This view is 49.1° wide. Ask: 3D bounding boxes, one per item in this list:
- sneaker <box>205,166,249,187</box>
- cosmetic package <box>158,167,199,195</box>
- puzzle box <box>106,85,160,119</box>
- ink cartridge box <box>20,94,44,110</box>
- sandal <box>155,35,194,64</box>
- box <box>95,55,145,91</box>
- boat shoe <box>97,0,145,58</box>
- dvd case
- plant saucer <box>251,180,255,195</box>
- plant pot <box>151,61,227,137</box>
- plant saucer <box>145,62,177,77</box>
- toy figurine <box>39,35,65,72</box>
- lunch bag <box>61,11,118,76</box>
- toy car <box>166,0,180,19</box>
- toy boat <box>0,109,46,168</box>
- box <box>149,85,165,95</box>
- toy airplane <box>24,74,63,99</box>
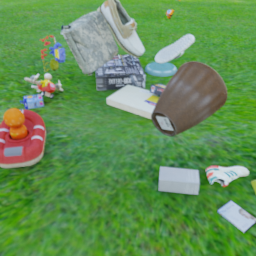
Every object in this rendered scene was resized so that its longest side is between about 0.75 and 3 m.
[{"bbox_3d":[2.878,1.437,8.083,1.259,0.443,0.589,3,56,-4],"label":"sneaker"},{"bbox_3d":[1.414,1.481,7.878,1.109,0.500,0.592,3,33,10],"label":"cosmetic package"},{"bbox_3d":[0.545,-1.117,11.907,2.492,0.317,1.658,21,39,28],"label":"puzzle box"},{"bbox_3d":[-4.084,-1.100,11.878,0.906,0.346,0.618,-12,35,-15],"label":"ink cartridge box"},{"bbox_3d":[1.423,-2.267,8.353,1.303,0.320,0.530,-31,51,11],"label":"sandal"},{"bbox_3d":[-0.505,-2.887,14.185,2.327,0.734,2.950,-4,34,-6],"label":"box"},{"bbox_3d":[-0.113,-3.772,10.703,0.827,2.417,0.903,-25,28,41],"label":"boat shoe"},{"bbox_3d":[2.767,2.229,7.104,0.587,0.072,0.822,-23,40,-30],"label":"dvd case"},{"bbox_3d":[4.195,1.841,7.449,1.396,0.335,1.398,3,34,4],"label":"plant saucer"},{"bbox_3d":[1.227,-0.520,6.269,1.363,1.363,1.458,28,58,35],"label":"plant pot"},{"bbox_3d":[1.786,-3.231,15.174,1.764,0.242,1.764,0,33,0],"label":"plant saucer"},{"bbox_3d":[-1.998,-1.972,7.750,0.617,1.029,0.543,23,37,29],"label":"toy figurine"},{"bbox_3d":[-1.400,-2.952,9.792,1.264,1.814,1.521,-3,37,33],"label":"lunch bag"},{"bbox_3d":[2.087,-5.648,13.150,0.335,1.006,0.493,27,9,-1],"label":"toy car"},{"bbox_3d":[-3.540,0.072,9.003,1.545,1.548,2.368,-6,34,-9],"label":"toy boat"},{"bbox_3d":[1.996,-1.453,11.907,1.862,0.351,1.271,19,15,22],"label":"box"},{"bbox_3d":[-3.679,-1.932,12.418,1.391,0.986,1.397,20,7,4],"label":"toy airplane"}]
